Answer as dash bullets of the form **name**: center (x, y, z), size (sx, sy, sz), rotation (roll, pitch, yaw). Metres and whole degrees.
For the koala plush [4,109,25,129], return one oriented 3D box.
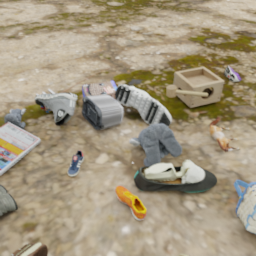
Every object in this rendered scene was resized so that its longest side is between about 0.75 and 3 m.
- **koala plush**: center (-4.242, -0.435, 10.591), size (0.702, 0.727, 0.792), rotation (-2, 46, 11)

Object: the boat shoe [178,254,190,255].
- **boat shoe**: center (1.733, 3.224, 6.096), size (1.497, 0.549, 0.469), rotation (26, 8, 17)

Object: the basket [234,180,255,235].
- **basket**: center (3.552, 2.027, 7.087), size (1.547, 1.220, 1.755), rotation (21, 15, 5)

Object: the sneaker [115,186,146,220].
- **sneaker**: center (0.100, 1.968, 7.711), size (0.446, 0.471, 1.221), rotation (-20, 44, -38)

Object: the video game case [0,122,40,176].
- **video game case**: center (-4.138, 0.641, 9.353), size (1.425, 0.174, 1.994), rotation (27, 38, 9)

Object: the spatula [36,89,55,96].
- **spatula**: center (-3.532, -1.379, 12.527), size (0.849, 0.098, 1.220), rotation (-31, 45, -28)

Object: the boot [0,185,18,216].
- **boot**: center (-3.472, 2.270, 7.247), size (1.317, 0.683, 2.017), rotation (-18, 43, -37)

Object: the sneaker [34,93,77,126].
- **sneaker**: center (-2.899, -0.680, 10.833), size (2.096, 1.210, 0.786), rotation (-1, -6, 35)

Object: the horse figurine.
- **horse figurine**: center (3.281, 0.274, 9.777), size (1.029, 0.387, 1.552), rotation (-2, 49, -28)

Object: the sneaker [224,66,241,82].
- **sneaker**: center (5.206, -2.645, 13.997), size (0.495, 0.479, 1.188), rotation (4, 44, -19)

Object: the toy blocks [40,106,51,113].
- **toy blocks**: center (-3.285, -0.880, 11.656), size (0.844, 0.422, 0.577), rotation (-1, 49, -3)

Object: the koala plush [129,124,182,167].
- **koala plush**: center (0.786, 0.406, 9.279), size (1.319, 1.367, 1.488), rotation (-28, 19, -12)

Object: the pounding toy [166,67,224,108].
- **pounding toy**: center (2.656, -1.445, 11.727), size (2.453, 1.122, 2.155), rotation (-14, 39, -17)

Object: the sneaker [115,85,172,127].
- **sneaker**: center (0.722, -0.937, 11.094), size (2.602, 0.978, 1.054), rotation (38, 28, 20)

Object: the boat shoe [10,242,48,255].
- **boat shoe**: center (-2.330, 2.812, 5.462), size (0.599, 0.598, 1.620), rotation (5, 11, 27)

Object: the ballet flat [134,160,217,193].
- **ballet flat**: center (1.433, 1.421, 8.162), size (2.526, 0.864, 0.859), rotation (-4, 41, -5)

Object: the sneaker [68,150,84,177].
- **sneaker**: center (-1.695, 1.103, 8.960), size (0.366, 0.413, 0.978), rotation (5, 38, 7)

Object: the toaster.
- **toaster**: center (-0.950, -0.606, 10.679), size (1.126, 0.991, 1.743), rotation (-14, 37, -32)

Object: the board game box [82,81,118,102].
- **board game box**: center (-1.173, -1.377, 11.996), size (1.413, 0.684, 1.126), rotation (-10, 39, -13)
